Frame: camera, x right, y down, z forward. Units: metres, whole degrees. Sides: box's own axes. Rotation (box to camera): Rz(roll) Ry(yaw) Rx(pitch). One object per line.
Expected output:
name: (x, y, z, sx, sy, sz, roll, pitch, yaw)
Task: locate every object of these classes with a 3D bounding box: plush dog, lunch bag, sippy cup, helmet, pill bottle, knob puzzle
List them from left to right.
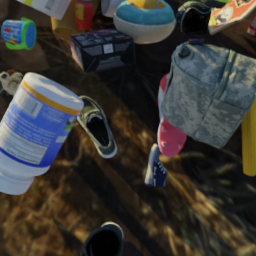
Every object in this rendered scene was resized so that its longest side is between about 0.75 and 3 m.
plush dog: (-3.211, -1.285, 7.979, 0.799, 0.641, 0.686, 34, 48, -14)
sippy cup: (-2.689, -2.318, 6.851, 0.648, 0.695, 0.885, 13, 23, 1)
pill bottle: (-2.107, 0.178, 6.094, 1.359, 1.359, 2.426, 34, 100, 17)
helmet: (1.847, -3.139, 8.027, 0.932, 0.978, 0.978, 16, 63, 16)
lunch bag: (1.534, -0.699, 5.709, 1.617, 1.928, 1.343, 20, 60, 8)
knob puzzle: (3.223, -3.882, 8.501, 2.085, 0.289, 2.085, -27, 44, 29)

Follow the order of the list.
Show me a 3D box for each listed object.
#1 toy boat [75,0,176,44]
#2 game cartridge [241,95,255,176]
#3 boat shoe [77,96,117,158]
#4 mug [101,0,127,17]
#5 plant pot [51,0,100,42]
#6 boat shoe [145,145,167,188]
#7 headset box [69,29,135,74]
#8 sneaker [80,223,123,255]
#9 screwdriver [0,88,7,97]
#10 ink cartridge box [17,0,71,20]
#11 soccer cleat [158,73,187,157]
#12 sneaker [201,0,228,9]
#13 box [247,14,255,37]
toy boat: (-0.089, -3.251, 7.705, 2.870, 1.334, 2.413, 8, 34, 1)
game cartridge: (3.401, -0.026, 6.407, 2.043, 0.331, 1.801, -16, 106, -28)
boat shoe: (-0.828, -0.163, 7.213, 0.705, 0.693, 1.955, -28, 65, -14)
mug: (-0.118, -4.315, 9.152, 1.333, 1.122, 1.520, -1, 67, -22)
plant pot: (-1.763, -3.693, 8.735, 1.645, 1.645, 1.765, 8, 76, 4)
boat shoe: (0.672, 0.855, 6.112, 0.431, 0.347, 0.930, 11, 93, 21)
headset box: (-0.715, -2.003, 7.036, 1.278, 0.645, 1.720, -15, 31, -15)
sneaker: (-0.770, 2.899, 5.292, 0.852, 1.195, 2.409, 21, 65, 9)
screwdriver: (-3.766, -0.770, 7.837, 0.164, 0.158, 1.130, 42, 63, -11)
ink cartridge box: (-2.410, -3.926, 6.651, 0.994, 2.957, 1.718, 36, 106, 15)
soccer cleat: (1.105, -0.335, 7.358, 0.751, 0.861, 2.251, 4, 78, -8)
sneaker: (2.078, -3.711, 6.657, 0.779, 0.900, 2.174, 3, 52, -13)
box: (4.668, -3.122, 8.769, 1.505, 0.750, 0.719, 36, 68, 18)
